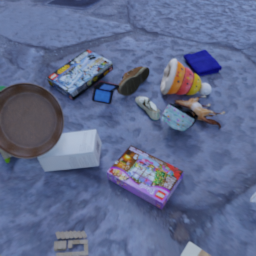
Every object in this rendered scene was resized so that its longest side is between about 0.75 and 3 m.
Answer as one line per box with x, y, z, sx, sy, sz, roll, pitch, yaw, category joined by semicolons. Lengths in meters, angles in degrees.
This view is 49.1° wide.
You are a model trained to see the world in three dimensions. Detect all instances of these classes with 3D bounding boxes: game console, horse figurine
-0.970;-1.520;12.219;1.018;0.877;0.604;6;69;-37;game console
3.118;-0.779;12.009;1.467;0.553;2.214;-8;40;-19;horse figurine

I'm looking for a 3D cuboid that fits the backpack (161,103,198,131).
1.962;-0.416;11.006;1.241;0.941;1.487;26;8;25;backpack

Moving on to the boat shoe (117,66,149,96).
0.105;-2.253;13.472;0.791;0.837;2.326;18;41;32;boat shoe

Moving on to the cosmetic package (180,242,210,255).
2.243;3.967;6.392;2.611;1.373;0.928;28;50;25;cosmetic package

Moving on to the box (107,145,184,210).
0.583;1.603;9.551;2.187;0.428;1.496;24;50;24;box

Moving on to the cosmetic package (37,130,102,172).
-2.046;0.801;9.927;2.017;0.818;1.138;-7;43;9;cosmetic package

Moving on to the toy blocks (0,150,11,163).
-4.391;0.530;10.336;0.637;1.274;0.871;-21;10;26;toy blocks

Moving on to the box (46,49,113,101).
-2.327;-2.656;13.681;1.864;0.543;2.723;34;63;28;box

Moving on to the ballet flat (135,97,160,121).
0.894;-1.014;12.257;0.589;0.545;1.747;-19;46;-24;ballet flat

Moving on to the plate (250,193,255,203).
4.535;1.776;8.344;1.410;1.407;0.228;8;40;-16;plate

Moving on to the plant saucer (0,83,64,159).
-3.306;-0.232;9.187;2.453;2.453;0.449;-4;5;-4;plant saucer

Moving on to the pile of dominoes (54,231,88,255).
-1.629;3.328;8.012;0.950;0.151;0.741;1;42;-10;pile of dominoes

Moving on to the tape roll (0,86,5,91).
-5.089;-0.750;11.354;1.880;0.452;1.880;6;71;-19;tape roll

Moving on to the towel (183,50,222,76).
3.940;-3.434;14.948;1.402;0.470;1.899;-15;45;-6;towel

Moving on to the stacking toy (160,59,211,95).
2.787;-2.096;12.962;2.309;1.687;1.687;15;43;-7;stacking toy
